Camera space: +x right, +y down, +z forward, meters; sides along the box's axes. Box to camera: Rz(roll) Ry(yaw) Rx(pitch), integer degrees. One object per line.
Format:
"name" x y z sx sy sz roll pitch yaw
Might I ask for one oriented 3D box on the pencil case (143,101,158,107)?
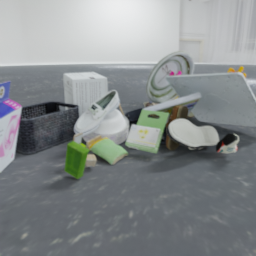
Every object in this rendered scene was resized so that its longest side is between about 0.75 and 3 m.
"pencil case" 1.384 -1.151 13.917 1.425 0.637 0.554 -23 -14 -50

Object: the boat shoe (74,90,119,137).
"boat shoe" -1.025 -0.539 8.823 0.691 0.628 1.879 31 62 21

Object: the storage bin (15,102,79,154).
"storage bin" -2.999 -0.103 9.657 1.645 1.141 2.434 11 19 33

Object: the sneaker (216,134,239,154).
"sneaker" 2.959 0.475 8.030 0.496 0.374 1.062 14 -25 -7

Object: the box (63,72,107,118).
"box" -1.754 -1.127 11.386 1.342 2.053 2.043 -7 19 -21

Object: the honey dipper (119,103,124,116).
"honey dipper" -0.209 -0.521 10.690 0.172 0.906 0.172 -20 11 4

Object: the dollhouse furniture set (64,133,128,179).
"dollhouse furniture set" -0.860 0.526 7.700 1.070 0.827 2.141 27 28 23

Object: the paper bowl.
"paper bowl" -0.794 -0.126 9.654 1.641 0.853 1.641 1 30 0

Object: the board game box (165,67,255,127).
"board game box" 3.275 -1.082 10.252 2.977 0.385 2.977 8 -26 48

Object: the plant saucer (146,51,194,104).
"plant saucer" 1.552 -2.049 11.073 2.316 2.316 0.581 -12 44 -34

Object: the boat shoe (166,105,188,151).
"boat shoe" 1.513 -0.003 9.119 0.541 1.504 0.511 29 -13 -38

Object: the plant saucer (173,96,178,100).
"plant saucer" 2.227 -2.065 13.469 0.505 2.084 2.084 15 51 17

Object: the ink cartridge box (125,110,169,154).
"ink cartridge box" 0.588 0.034 8.566 0.985 1.353 0.324 10 -17 29

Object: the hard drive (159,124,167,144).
"hard drive" 1.486 0.179 9.991 1.834 0.388 1.237 -5 18 -15

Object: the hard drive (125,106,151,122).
"hard drive" 0.847 -0.629 11.485 1.407 0.442 2.086 -12 1 -34

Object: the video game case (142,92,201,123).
"video game case" 1.423 -0.549 10.130 2.068 0.228 1.882 -17 -16 -8

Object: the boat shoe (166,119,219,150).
"boat shoe" 1.847 0.254 8.444 2.264 0.836 0.683 3 -23 -42

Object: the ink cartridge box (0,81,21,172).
"ink cartridge box" -3.265 0.168 6.786 0.498 2.301 2.259 15 18 -3

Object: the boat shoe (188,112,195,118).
"boat shoe" 3.336 -1.299 11.921 2.623 0.970 0.969 -29 26 39
